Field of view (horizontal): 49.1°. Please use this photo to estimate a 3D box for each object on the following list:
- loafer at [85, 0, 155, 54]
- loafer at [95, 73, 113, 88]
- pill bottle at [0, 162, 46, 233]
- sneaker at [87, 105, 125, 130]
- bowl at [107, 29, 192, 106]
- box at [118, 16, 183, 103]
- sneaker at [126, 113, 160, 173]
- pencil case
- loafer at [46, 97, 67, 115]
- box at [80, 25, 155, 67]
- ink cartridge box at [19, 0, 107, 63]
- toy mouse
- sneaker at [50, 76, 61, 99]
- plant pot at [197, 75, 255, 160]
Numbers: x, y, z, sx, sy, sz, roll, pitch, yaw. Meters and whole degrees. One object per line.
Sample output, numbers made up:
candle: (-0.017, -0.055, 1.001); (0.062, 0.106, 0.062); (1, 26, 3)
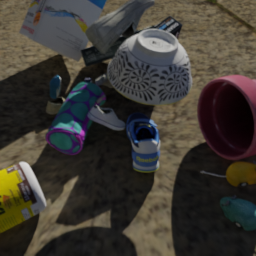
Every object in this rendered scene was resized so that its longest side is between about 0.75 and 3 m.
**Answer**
loafer: (-0.104, -3.253, 8.694); (2.732, 0.953, 0.955); (-41, 18, -22)
loafer: (-0.594, -1.572, 9.247); (0.519, 0.518, 1.484); (-18, 12, 31)
pill bottle: (-2.892, 1.636, 5.701); (2.150, 1.175, 1.175); (-25, 48, -25)
sneaker: (-0.511, -0.283, 7.867); (1.273, 0.451, 0.465); (19, 26, -41)
bowl: (0.563, -1.531, 6.209); (2.028, 0.952, 2.028); (4, 50, -5)
box: (0.592, -1.986, 8.558); (1.865, 2.347, 0.540); (-41, 76, -20)
sneaker: (0.413, 0.128, 7.486); (0.854, 0.950, 2.311); (-6, 34, -5)
pencil case: (-1.409, -0.359, 8.013); (1.101, 1.014, 2.383); (-5, 40, 21)
loafer: (-2.051, -0.783, 8.857); (0.452, 0.408, 1.195); (29, 40, 28)
box: (-0.222, -3.012, 10.140); (2.675, 0.615, 2.126); (-16, 18, 8)
ink cartridge box: (-2.437, -4.184, 10.364); (1.939, 2.680, 1.973); (18, 12, -40)
toy mouse: (2.890, 1.538, 6.035); (2.353, 0.455, 2.091); (-9, 44, 11)
sneaker: (-2.340, -1.358, 9.057); (0.323, 0.843, 0.341); (21, 40, -5)
plant pot: (3.196, -0.394, 7.283); (1.895, 2.118, 2.118); (-13, 44, -20)
